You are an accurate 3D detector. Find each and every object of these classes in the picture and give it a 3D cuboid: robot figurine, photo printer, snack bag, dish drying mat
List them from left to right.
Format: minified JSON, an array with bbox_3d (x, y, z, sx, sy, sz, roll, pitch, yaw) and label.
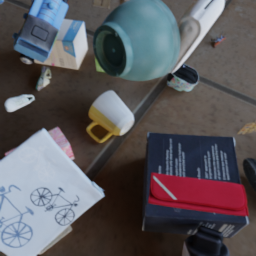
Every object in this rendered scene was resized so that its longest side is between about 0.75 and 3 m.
[{"bbox_3d":[-2.184,1.562,6.246,2.638,2.487,0.282,-40,29,-7],"label":"snack bag"},{"bbox_3d":[2.091,-3.207,9.263,0.865,2.490,2.072,38,57,2],"label":"photo printer"},{"bbox_3d":[1.404,1.333,5.708,1.944,0.177,0.747,6,42,5],"label":"dish drying mat"},{"bbox_3d":[1.913,3.457,7.028,1.376,1.832,1.143,2,11,-25],"label":"robot figurine"}]

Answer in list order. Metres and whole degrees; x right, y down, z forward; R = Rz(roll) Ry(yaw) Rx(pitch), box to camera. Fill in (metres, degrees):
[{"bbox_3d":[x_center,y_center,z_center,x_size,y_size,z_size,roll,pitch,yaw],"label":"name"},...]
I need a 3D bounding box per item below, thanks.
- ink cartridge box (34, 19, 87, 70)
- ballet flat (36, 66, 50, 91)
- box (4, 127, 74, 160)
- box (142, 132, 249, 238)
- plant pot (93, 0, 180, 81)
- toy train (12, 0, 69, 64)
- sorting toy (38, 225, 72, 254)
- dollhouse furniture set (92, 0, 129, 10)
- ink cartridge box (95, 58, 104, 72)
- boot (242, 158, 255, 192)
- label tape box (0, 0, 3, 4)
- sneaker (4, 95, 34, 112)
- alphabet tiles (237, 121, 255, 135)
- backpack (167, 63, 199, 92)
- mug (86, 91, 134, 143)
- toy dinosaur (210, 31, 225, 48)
[{"bbox_3d":[-3.158,-3.722,12.139,2.348,1.509,1.471,11,55,7],"label":"ink cartridge box"},{"bbox_3d":[-3.480,-2.066,11.662,0.470,0.470,1.307,2,56,1],"label":"ballet flat"},{"bbox_3d":[-2.875,0.935,9.230,1.896,0.973,0.898,-30,60,-18],"label":"box"},{"bbox_3d":[1.798,1.668,8.342,2.660,1.562,2.616,4,55,3],"label":"box"},{"bbox_3d":[0.037,-2.583,8.771,1.766,2.636,2.636,-30,60,-34],"label":"plant pot"},{"bbox_3d":[-2.641,-3.371,8.770,1.230,1.621,2.838,24,81,-28],"label":"toy train"},{"bbox_3d":[-2.412,2.946,8.288,1.141,0.208,1.056,-33,61,-21],"label":"sorting toy"},{"bbox_3d":[-0.813,-4.614,9.941,1.585,1.352,0.774,5,54,-17],"label":"dollhouse furniture set"},{"bbox_3d":[0.011,-3.017,12.052,2.540,0.855,1.488,11,56,7],"label":"ink cartridge box"},{"bbox_3d":[5.089,1.492,8.937,2.265,0.743,1.867,-20,69,-7],"label":"boot"},{"bbox_3d":[-4.196,-3.879,8.616,0.662,0.306,0.924,-36,39,3],"label":"label tape box"},{"bbox_3d":[-2.853,-0.691,7.356,0.365,0.321,0.911,-10,20,27],"label":"sneaker"},{"bbox_3d":[2.672,-0.066,5.646,0.810,0.974,0.031,-13,72,1],"label":"alphabet tiles"},{"bbox_3d":[2.197,-2.037,11.298,1.205,0.907,1.070,20,55,-5],"label":"backpack"},{"bbox_3d":[-0.583,-0.313,10.162,1.326,1.615,1.293,42,32,16],"label":"mug"},{"bbox_3d":[4.299,-4.143,13.274,0.738,0.427,0.813,-3,96,-21],"label":"toy dinosaur"}]
